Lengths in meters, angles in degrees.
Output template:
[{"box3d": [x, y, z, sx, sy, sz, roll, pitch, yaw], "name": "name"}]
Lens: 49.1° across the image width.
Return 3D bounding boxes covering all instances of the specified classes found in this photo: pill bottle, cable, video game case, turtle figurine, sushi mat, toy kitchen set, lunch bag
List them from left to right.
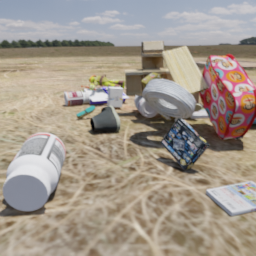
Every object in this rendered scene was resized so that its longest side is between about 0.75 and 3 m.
[{"box3d": [-2.006, 0.899, 6.124, 1.047, 1.047, 1.807, -1, 22, -3], "name": "pill bottle"}, {"box3d": [-2.583, -1.492, 14.141, 1.175, 0.671, 0.671, -7, 19, -22], "name": "pill bottle"}, {"box3d": [-1.259, -2.464, 15.138, 2.070, 0.827, 2.567, 15, 19, 11], "name": "turtle figurine"}, {"box3d": [0.779, -1.059, 12.487, 0.874, 0.874, 1.542, -3, 18, -10], "name": "pill bottle"}, {"box3d": [1.217, -2.253, 11.083, 2.719, 2.218, 2.453, -2, 18, 1], "name": "toy kitchen set"}, {"box3d": [1.344, -0.910, 9.121, 1.776, 0.615, 1.776, 31, -14, -19], "name": "cable"}, {"box3d": [1.982, -2.049, 9.960, 0.999, 0.126, 2.088, -16, 61, -4], "name": "sushi mat"}, {"box3d": [3.184, -0.740, 12.673, 1.262, 0.159, 1.762, -2, 18, -6], "name": "video game case"}, {"box3d": [3.247, -0.925, 9.527, 1.076, 2.313, 2.626, -7, 51, -6], "name": "lunch bag"}, {"box3d": [2.428, 1.473, 5.945, 1.238, 0.112, 0.886, -6, 19, -17], "name": "video game case"}]

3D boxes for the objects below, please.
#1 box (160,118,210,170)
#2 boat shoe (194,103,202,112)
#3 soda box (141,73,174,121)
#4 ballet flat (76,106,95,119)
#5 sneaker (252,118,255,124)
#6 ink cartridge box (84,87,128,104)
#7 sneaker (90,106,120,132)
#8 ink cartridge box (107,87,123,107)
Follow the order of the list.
[{"box3d": [1.462, 0.413, 7.373, 0.256, 0.883, 1.111, 13, 28, -45], "name": "box"}, {"box3d": [2.530, -0.951, 11.857, 1.385, 0.497, 0.468, 2, 44, 46], "name": "boat shoe"}, {"box3d": [1.326, -1.260, 11.359, 0.656, 1.937, 0.620, -37, 24, -4], "name": "soda box"}, {"box3d": [-1.759, -0.632, 11.759, 0.885, 0.313, 0.313, -29, 25, -11], "name": "ballet flat"}, {"box3d": [4.799, -0.926, 11.582, 1.128, 1.191, 2.948, 3, 19, 5], "name": "sneaker"}, {"box3d": [-1.190, -1.663, 14.918, 1.981, 0.434, 2.000, -7, 27, -19], "name": "ink cartridge box"}, {"box3d": [-1.020, -0.399, 10.660, 1.014, 0.714, 1.908, -2, 19, -18], "name": "sneaker"}, {"box3d": [-0.630, -1.471, 13.402, 0.649, 0.897, 0.661, 1, 13, -14], "name": "ink cartridge box"}]
